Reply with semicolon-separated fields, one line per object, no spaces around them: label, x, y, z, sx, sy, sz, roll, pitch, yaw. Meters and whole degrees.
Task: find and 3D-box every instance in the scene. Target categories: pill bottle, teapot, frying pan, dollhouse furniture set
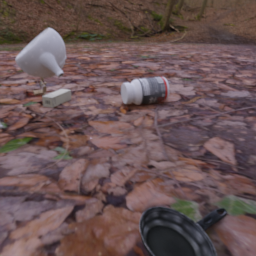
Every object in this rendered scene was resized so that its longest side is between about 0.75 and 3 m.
pill bottle;0.896;-1.973;15.130;2.371;1.373;1.373;-9;24;-18
teapot;-3.552;-3.009;12.215;2.350;1.739;2.381;-17;38;37
frying pan;1.160;2.120;5.997;1.676;0.451;2.771;31;23;14
dollhouse furniture set;-5.226;-2.458;16.569;0.553;1.250;0.648;-16;51;-35

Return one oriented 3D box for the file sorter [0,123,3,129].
file sorter;-6.320;-0.405;11.873;1.508;0.939;1.046;13;26;28

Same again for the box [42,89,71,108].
box;-3.881;-1.640;15.339;0.702;0.584;1.708;10;24;23
